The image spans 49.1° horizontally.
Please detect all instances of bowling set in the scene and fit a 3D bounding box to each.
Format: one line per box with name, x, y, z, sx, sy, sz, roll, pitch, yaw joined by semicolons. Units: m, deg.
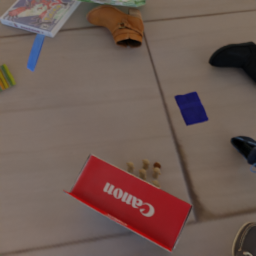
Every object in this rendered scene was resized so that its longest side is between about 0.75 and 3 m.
bowling set;0.577;1.136;7.775;1.174;0.630;0.817;33;64;18

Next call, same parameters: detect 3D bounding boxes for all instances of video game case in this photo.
video game case;-3.578;-4.991;11.723;2.416;0.305;2.651;18;60;11

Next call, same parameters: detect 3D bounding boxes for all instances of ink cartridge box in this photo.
ink cartridge box;0.082;1.668;6.414;2.529;2.220;1.060;24;78;14

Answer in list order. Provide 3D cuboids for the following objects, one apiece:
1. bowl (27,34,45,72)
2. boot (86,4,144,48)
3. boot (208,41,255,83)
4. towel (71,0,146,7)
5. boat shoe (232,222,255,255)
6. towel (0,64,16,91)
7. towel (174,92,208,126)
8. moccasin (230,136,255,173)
bowl;-2.905;-2.373;8.789;0.236;1.204;1.204;18;57;-19
boot;-0.508;-3.798;10.795;2.251;0.863;1.748;2;62;-7
boot;4.084;-2.142;9.680;2.059;0.786;1.730;-17;56;-17
towel;-0.782;-5.219;11.290;2.743;0.321;2.092;9;27;8
boat shoe;2.825;3.274;6.382;0.884;0.763;2.434;21;61;12
towel;-5.145;-1.349;9.545;2.422;0.219;1.042;-29;62;-16
towel;1.659;-0.502;7.402;0.675;0.226;0.914;-12;65;-13
moccasin;3.480;0.843;7.601;0.663;0.783;1.945;7;18;-23
